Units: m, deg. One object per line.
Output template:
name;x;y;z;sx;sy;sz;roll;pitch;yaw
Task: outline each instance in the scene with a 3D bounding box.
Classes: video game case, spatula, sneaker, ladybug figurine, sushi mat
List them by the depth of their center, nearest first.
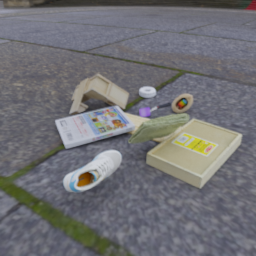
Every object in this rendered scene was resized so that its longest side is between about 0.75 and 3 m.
sneaker;-0.791;1.139;7.242;1.716;0.657;0.693;-32;12;-31
video game case;-1.263;-0.100;10.397;2.547;0.230;1.824;-15;33;-17
sushi mat;0.615;-0.023;10.562;2.600;0.157;1.244;15;34;25
spatula;1.085;-0.760;11.236;1.415;0.400;0.145;-17;-25;32
ladybug figurine;2.286;-1.022;11.690;0.996;0.676;0.358;-36;-8;21

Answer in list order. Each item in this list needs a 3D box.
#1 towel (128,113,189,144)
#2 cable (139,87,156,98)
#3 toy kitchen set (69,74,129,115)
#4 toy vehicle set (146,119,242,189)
towel;0.962;0.046;8.880;1.792;1.330;0.327;-12;69;-28
cable;0.930;-1.698;13.393;0.803;0.278;0.803;-19;35;-30
toy kitchen set;-1.348;-0.986;11.861;1.892;1.707;1.544;-13;54;53
toy vehicle set;2.217;0.667;9.111;1.858;0.396;2.991;23;37;34
